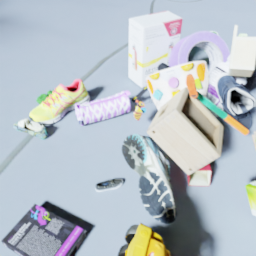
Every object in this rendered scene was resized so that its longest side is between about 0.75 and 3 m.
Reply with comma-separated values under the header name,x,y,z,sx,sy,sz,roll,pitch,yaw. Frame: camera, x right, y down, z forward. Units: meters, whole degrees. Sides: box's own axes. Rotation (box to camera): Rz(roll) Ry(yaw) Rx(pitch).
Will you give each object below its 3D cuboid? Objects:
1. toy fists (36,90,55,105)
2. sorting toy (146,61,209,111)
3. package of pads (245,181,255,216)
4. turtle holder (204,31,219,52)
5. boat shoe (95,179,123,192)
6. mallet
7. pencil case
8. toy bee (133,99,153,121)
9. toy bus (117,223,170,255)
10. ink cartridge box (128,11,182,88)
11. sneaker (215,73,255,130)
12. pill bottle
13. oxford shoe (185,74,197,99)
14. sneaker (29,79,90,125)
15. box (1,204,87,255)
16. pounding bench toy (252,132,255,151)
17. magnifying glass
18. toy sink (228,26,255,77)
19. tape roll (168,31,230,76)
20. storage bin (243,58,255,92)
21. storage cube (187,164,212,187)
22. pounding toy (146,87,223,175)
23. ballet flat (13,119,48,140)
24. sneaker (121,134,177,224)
name,x,y,z,sx,sy,sz,roll,pitch,yaw
toy fists,-3.584,-1.380,12.581,0.570,0.385,1.119,33,52,32
sorting toy,1.994,-1.199,10.892,2.505,2.255,1.338,-14,1,20
package of pads,3.879,2.093,7.622,0.439,0.996,1.289,-21,11,-18
turtle holder,4.828,-4.940,16.183,1.054,0.985,1.387,7,42,7
boat shoe,-0.600,1.817,9.009,0.940,0.266,0.322,-14,43,-16
mallet,1.057,-1.821,11.936,2.184,0.449,0.719,-49,54,-4
pencil case,-1.051,-0.839,11.492,2.348,1.004,0.986,-18,44,-20
toy bee,0.430,-0.777,10.469,0.514,0.619,0.945,33,72,-20
toy bus,0.687,3.366,5.815,2.227,2.320,1.574,20,43,8
ink cartridge box,1.223,-3.666,13.199,2.163,2.980,1.243,-22,46,-23
sneaker,3.977,-0.588,10.005,0.964,2.536,1.832,-29,23,12
pill bottle,3.835,-1.756,11.281,1.358,2.438,1.358,32,16,-11
oxford shoe,1.862,-1.206,8.227,0.275,0.281,0.772,-11,80,19
sneaker,-2.910,-1.187,11.673,1.101,1.272,2.817,32,52,31
box,-2.268,2.996,7.621,1.865,0.337,1.333,21,45,20
pounding bench toy,5.138,0.022,10.327,0.872,1.095,1.403,1,38,12
magnifying glass,3.101,-0.534,9.460,2.441,0.273,0.972,37,15,-10
toy sink,3.880,-2.553,9.387,0.824,1.471,0.959,7,-2,17
tape roll,3.149,-2.888,12.402,2.511,2.511,1.067,-11,8,-12
storage bin,5.885,-2.816,13.689,2.336,1.095,1.579,-29,49,-28
storage cube,2.276,1.417,9.053,0.768,0.656,0.690,-1,31,6
pounding toy,1.830,0.168,8.836,2.140,1.653,2.325,45,34,-7
ballet flat,-3.820,-0.067,10.938,1.664,0.618,0.618,17,44,18
sneaker,0.912,1.400,8.363,1.197,1.076,2.773,-4,66,-45
